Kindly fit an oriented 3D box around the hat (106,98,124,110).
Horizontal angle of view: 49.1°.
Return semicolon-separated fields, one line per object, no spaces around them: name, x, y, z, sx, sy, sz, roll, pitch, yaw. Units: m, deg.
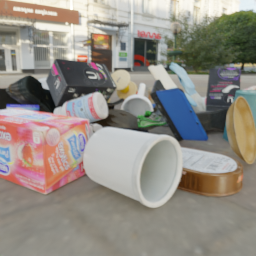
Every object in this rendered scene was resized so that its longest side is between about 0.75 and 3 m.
hat;-0.979;-0.530;10.851;2.001;0.807;2.001;-15;9;2

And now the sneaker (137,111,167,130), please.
sneaker;0.886;-0.319;9.278;1.377;0.587;0.537;-18;10;-37

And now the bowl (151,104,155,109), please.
bowl;1.461;-1.071;14.042;1.062;0.208;1.062;-1;1;0

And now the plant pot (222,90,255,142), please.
plant pot;3.888;-0.367;8.734;1.661;1.561;1.661;0;14;0

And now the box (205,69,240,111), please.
box;3.889;-1.329;11.466;1.277;1.108;2.090;4;55;19

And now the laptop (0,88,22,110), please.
laptop;-4.642;-0.990;11.401;2.445;1.514;2.612;-3;14;-15

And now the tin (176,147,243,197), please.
tin;1.179;0.828;6.160;2.557;0.535;1.432;9;12;32

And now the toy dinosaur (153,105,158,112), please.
toy dinosaur;1.834;-1.013;12.854;2.306;0.888;1.179;17;9;39

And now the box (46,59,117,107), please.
box;-1.595;-1.508;9.624;1.991;1.056;1.217;-5;56;-40

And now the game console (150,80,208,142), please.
game console;1.579;-0.582;8.406;1.096;1.852;1.581;-21;25;27

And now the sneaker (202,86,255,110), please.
sneaker;4.811;-1.262;12.298;2.883;1.085;1.507;1;-19;-14

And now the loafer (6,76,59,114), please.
loafer;-3.194;-0.942;10.074;0.937;0.943;2.591;-10;-31;18

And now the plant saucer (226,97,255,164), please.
plant saucer;2.675;0.065;6.660;0.283;1.598;1.598;-11;4;39

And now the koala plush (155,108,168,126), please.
koala plush;1.374;-0.666;10.947;0.937;1.020;0.905;7;13;15

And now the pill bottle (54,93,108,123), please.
pill bottle;-1.511;-0.517;8.885;1.582;0.860;0.860;-16;9;17

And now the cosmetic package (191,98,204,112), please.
cosmetic package;3.190;-1.134;13.631;0.538;0.748;1.326;-10;18;-29

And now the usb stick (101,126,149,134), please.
usb stick;-0.581;0.194;8.894;2.574;0.420;0.714;5;20;20

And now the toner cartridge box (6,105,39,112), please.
toner cartridge box;-3.527;-0.516;9.416;1.013;0.481;0.219;-1;31;-20

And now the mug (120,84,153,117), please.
mug;0.387;-0.882;10.658;1.199;1.623;1.423;12;15;1

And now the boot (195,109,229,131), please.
boot;2.858;-0.346;10.250;2.386;0.833;1.571;3;5;-22

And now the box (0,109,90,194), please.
box;-2.280;0.360;6.323;2.682;1.270;1.376;9;16;31

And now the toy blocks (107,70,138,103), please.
toy blocks;-0.531;-1.275;12.809;2.242;0.977;2.689;-21;-27;11

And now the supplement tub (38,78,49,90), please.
supplement tub;-3.250;-1.570;13.315;1.656;1.656;2.703;3;10;13

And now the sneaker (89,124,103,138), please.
sneaker;-1.639;0.226;8.074;1.073;0.701;1.866;14;23;37

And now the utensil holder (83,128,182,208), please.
utensil holder;0.055;0.643;5.264;1.480;1.258;1.258;12;18;43

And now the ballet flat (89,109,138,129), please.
ballet flat;-0.828;-0.230;9.802;2.475;0.834;0.574;6;-23;-4

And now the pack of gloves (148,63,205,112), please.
pack of gloves;2.467;-1.655;11.885;2.485;2.958;0.584;-25;-11;-48

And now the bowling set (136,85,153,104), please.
bowling set;0.438;-1.893;16.060;1.365;1.053;1.961;-10;17;-37
